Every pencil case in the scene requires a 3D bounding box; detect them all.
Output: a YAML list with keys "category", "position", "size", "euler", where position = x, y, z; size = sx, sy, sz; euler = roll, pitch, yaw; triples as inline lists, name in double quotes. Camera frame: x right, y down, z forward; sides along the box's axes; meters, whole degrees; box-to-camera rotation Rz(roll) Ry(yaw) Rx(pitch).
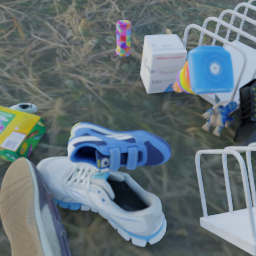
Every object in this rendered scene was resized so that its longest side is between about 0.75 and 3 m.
- category: "pencil case"
  position: [-0.154, -2.753, 8.673]
  size: [0.483, 1.092, 0.483]
  euler: [3, 36, -2]

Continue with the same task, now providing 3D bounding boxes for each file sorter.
- category: "file sorter"
  position: [3.172, -2.198, 7.892]
  size: [2.958, 1.842, 2.053]
  euler: [-30, 55, -25]
- category: "file sorter"
  position: [2.535, 0.951, 4.730]
  size: [2.291, 1.590, 1.427]
  euler: [-6, 87, -12]

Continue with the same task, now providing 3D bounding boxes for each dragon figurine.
- category: "dragon figurine"
  position: [2.136, -0.411, 6.432]
  size: [0.526, 1.788, 0.889]
  euler: [27, 70, 27]

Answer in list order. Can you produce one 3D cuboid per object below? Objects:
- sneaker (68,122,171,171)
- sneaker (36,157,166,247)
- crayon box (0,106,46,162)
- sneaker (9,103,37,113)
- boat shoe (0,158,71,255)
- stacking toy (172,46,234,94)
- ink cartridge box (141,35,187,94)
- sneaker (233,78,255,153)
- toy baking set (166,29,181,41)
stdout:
- category: "sneaker"
  position: [-0.176, 0.427, 4.743]
  size: [1.788, 0.661, 0.735]
  euler: [7, 35, 5]
- category: "sneaker"
  position: [-0.584, 1.074, 5.339]
  size: [2.892, 1.253, 1.084]
  euler: [19, 52, 18]
- category: "crayon box"
  position: [-3.094, 0.071, 6.695]
  size: [1.861, 0.542, 1.105]
  euler: [14, 50, 12]
- category: "sneaker"
  position: [-2.712, -0.507, 7.067]
  size: [0.782, 0.277, 0.286]
  euler: [-8, 66, 11]
- category: "boat shoe"
  position: [-1.636, 1.678, 5.053]
  size: [0.903, 0.814, 2.511]
  euler: [-41, 54, 14]
- category: "stacking toy"
  position: [1.548, -1.153, 6.612]
  size: [1.056, 1.819, 0.998]
  euler: [-4, 86, -16]
- category: "ink cartridge box"
  position: [0.953, -1.792, 7.839]
  size: [0.961, 1.305, 0.944]
  euler: [-6, 48, -10]
- category: "sneaker"
  position: [2.808, -0.323, 6.608]
  size: [1.030, 0.725, 1.940]
  euler: [53, 55, -12]
- category: "toy baking set"
  position: [1.366, -2.390, 8.511]
  size: [0.143, 1.227, 0.942]
  euler: [-18, 22, -24]
